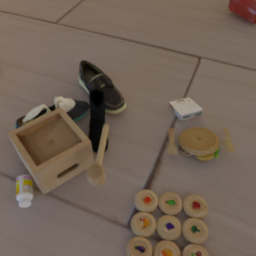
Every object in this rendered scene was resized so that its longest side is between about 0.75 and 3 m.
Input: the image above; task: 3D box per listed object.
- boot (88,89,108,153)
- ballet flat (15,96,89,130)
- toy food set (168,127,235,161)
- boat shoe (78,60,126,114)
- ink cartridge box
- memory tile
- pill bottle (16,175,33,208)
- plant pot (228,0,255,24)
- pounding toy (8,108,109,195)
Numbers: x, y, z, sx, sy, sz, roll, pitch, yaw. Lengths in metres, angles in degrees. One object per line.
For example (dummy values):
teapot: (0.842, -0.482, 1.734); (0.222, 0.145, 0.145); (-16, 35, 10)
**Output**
boot: (-0.938, -0.252, 8.706); (0.628, 1.392, 1.698); (-2, 48, -10)
ballet flat: (-2.479, -0.468, 9.255); (2.640, 0.965, 0.965); (-28, 55, -22)
toy food set: (2.224, 0.505, 8.837); (1.953, 0.392, 1.348); (0, 42, 7)
boat shoe: (-1.083, -1.518, 10.130); (1.004, 0.889, 2.743); (-35, 54, -18)
ink cartridge box: (2.025, -0.686, 9.969); (0.850, 0.263, 1.049); (-14, 32, -12)
memory tile: (0.991, 2.777, 6.901); (2.017, 0.221, 2.631); (6, 50, 6)
pill bottle: (-2.840, 1.737, 7.667); (0.432, 0.432, 0.828); (-11, 50, -10)
plant pot: (6.102, -6.057, 13.792); (1.609, 1.609, 1.565); (-24, 62, -20)
pounding toy: (-1.553, 0.802, 7.927); (2.396, 1.248, 2.728); (-30, 56, -24)
